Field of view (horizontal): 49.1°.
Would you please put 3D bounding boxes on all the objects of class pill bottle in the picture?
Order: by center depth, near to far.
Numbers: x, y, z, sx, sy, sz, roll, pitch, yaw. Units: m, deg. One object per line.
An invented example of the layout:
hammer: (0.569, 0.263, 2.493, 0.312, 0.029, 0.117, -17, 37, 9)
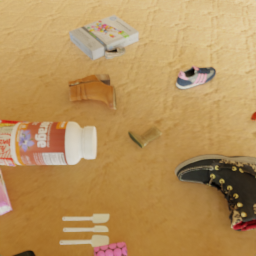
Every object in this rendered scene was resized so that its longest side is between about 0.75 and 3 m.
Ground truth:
pill bottle: (-2.521, 0.534, 9.835, 2.711, 1.521, 1.521, -1, 50, -1)

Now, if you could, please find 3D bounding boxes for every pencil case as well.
pencil case: (-0.499, 3.563, 8.006, 0.944, 0.428, 0.442, -7, 77, -3)

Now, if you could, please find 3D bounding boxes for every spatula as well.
spatula: (-1.324, 3.124, 8.552, 1.480, 0.119, 1.029, -1, 51, -1)

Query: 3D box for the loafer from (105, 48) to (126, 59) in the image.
loafer: (-0.641, -3.892, 14.351, 1.205, 0.379, 0.433, -26, 54, -21)

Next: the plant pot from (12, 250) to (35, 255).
plant pot: (-2.636, 4.319, 6.217, 2.440, 2.446, 2.169, -16, 41, -13)

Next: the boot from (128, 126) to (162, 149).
boot: (0.641, 0.231, 10.888, 1.041, 0.344, 0.911, -36, 71, -25)

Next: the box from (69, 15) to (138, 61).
box: (-1.293, -4.941, 15.104, 2.987, 0.615, 2.328, -29, 55, -23)

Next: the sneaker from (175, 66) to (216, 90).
sneaker: (3.200, -2.482, 12.808, 2.185, 0.896, 0.766, -25, 54, -20)

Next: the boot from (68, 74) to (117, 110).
boot: (-1.544, -1.417, 11.946, 1.905, 0.907, 2.463, -12, 39, -11)

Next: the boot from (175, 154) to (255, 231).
boot: (3.117, 2.025, 8.896, 2.973, 1.088, 2.238, 1, 49, -7)

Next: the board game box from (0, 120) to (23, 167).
board game box: (-4.608, 0.529, 10.550, 1.384, 0.423, 1.827, 4, 50, 4)

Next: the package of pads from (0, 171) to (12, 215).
package of pads: (-4.620, 2.051, 9.047, 1.179, 0.740, 1.957, -23, 53, -18)

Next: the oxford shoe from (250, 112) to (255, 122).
oxford shoe: (5.378, -0.505, 11.354, 1.092, 0.396, 0.389, -34, 35, -20)
